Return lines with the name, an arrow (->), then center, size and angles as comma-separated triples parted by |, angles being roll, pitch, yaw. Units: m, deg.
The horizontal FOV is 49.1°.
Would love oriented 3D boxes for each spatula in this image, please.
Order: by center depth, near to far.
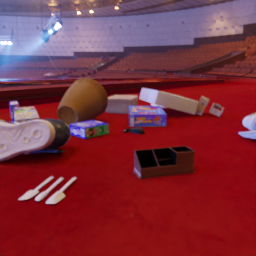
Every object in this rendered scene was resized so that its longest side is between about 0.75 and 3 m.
spatula -> -1.598, 1.280, 5.868 | 0.822, 0.095, 1.183 | -2, 11, 15

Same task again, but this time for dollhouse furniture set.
dollhouse furniture set -> 4.083, -0.940, 14.203 | 1.228, 0.861, 0.866 | 28, 19, 11

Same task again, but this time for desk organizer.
desk organizer -> 0.870, 0.814, 6.786 | 1.425, 0.549, 0.511 | -4, 14, -17

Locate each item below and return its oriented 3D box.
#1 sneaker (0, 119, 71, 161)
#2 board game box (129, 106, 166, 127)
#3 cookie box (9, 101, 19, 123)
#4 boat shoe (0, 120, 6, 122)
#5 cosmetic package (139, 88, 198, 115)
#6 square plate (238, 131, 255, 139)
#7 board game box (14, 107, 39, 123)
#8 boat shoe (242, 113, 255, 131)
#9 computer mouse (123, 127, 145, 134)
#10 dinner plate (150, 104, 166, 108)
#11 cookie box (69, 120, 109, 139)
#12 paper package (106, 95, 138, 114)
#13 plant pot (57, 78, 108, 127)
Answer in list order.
sneaker -> -3.074, 0.331, 8.256 | 2.764, 1.114, 2.024 | -8, -3, 8
board game box -> 0.810, -0.565, 12.760 | 1.569, 0.523, 2.334 | 0, 13, 0
cookie box -> -5.016, -0.676, 12.450 | 0.395, 0.900, 1.052 | -9, 16, -21
boat shoe -> -4.058, 0.213, 8.907 | 2.104, 0.796, 0.777 | 5, 17, 23
cosmetic package -> 2.025, -1.454, 14.809 | 2.196, 0.752, 2.912 | 11, 8, -15
square plate -> 5.114, 0.179, 9.288 | 1.982, 0.285, 2.001 | -3, -1, -17
board game box -> -3.723, -0.192, 10.269 | 0.783, 0.797, 1.520 | -7, 20, -23
boat shoe -> 5.743, -0.356, 11.109 | 2.764, 0.980, 0.965 | -13, 20, -22
computer mouse -> 0.260, 0.079, 10.695 | 0.812, 0.214, 0.563 | 7, 14, 29
dinner plate -> 2.661, -1.567, 17.702 | 2.470, 0.299, 2.470 | -1, 12, 0
cookie box -> -1.431, 0.044, 10.377 | 0.958, 0.421, 1.120 | 12, 18, 43
paper package -> -0.325, -1.307, 15.328 | 1.509, 0.819, 1.583 | 4, 15, 16
plant pot -> -2.132, -0.939, 12.060 | 1.908, 1.908, 2.048 | 4, 28, 19
